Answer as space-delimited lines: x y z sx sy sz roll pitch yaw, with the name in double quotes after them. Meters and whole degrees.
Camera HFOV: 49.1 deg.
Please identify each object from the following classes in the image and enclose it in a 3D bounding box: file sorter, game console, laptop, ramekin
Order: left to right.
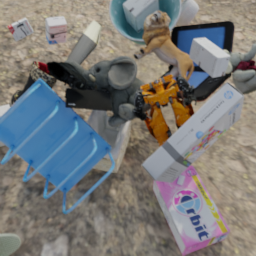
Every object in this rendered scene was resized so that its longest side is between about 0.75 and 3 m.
-2.047 0.523 7.482 2.037 2.936 1.801 -44 18 2 "file sorter"
-1.240 -0.740 8.428 1.318 1.488 0.768 4 78 -15 "laptop"
2.526 -5.029 12.287 0.653 1.244 1.244 31 51 -13 "ramekin"
2.057 -2.365 9.951 2.434 1.676 2.824 -41 32 -22 "game console"

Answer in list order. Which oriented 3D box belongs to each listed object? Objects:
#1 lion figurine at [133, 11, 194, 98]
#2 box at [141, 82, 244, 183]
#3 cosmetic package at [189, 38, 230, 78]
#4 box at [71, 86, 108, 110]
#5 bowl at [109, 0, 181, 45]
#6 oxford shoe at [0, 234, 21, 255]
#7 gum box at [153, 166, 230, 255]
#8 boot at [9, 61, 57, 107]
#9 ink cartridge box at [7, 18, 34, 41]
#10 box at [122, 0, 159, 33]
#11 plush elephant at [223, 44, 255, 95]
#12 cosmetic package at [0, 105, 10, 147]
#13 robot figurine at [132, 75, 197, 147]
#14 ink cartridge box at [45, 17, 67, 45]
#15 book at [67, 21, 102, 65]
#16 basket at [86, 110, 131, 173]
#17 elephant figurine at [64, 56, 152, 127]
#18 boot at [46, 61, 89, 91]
1.356 -2.481 9.326 1.706 1.010 2.786 -42 94 -21 "lion figurine"
1.703 0.288 7.077 2.670 2.082 0.550 -46 68 5 "box"
2.261 -1.993 7.881 0.452 0.621 1.222 -13 43 -17 "cosmetic package"
-1.253 -1.569 10.149 1.524 0.961 1.550 -34 21 -6 "box"
0.711 -4.420 11.168 2.718 1.422 2.718 -1 81 8 "bowl"
-4.253 3.573 8.265 2.063 0.776 0.596 -15 7 -14 "oxford shoe"
1.880 2.502 8.982 1.433 0.835 2.525 -16 52 -11 "gum box"
-3.084 -1.209 9.081 0.925 1.903 2.527 22 17 -29 "boot"
-4.018 -3.687 10.493 0.758 0.547 0.317 -31 39 -9 "ink cartridge box"
0.532 -4.645 11.030 1.193 1.199 0.784 -41 77 -2 "box"
3.577 -1.800 8.470 1.524 1.851 1.433 -6 75 -44 "plush elephant"
-5.531 0.094 10.869 2.413 1.024 1.299 -15 51 -13 "cosmetic package"
1.100 -0.490 8.047 1.778 2.453 0.714 -21 44 7 "robot figurine"
-2.657 -3.587 10.354 0.687 0.950 0.400 -17 68 -21 "ink cartridge box"
-1.727 -2.924 10.247 0.599 1.666 2.493 35 25 -20 "book"
-0.800 0.401 10.395 1.507 1.371 2.223 12 50 10 "basket"
-0.379 -1.448 8.799 1.970 1.797 2.539 -32 96 -49 "elephant figurine"
-1.809 -1.543 7.726 1.377 1.128 0.510 38 100 24 "boot"
